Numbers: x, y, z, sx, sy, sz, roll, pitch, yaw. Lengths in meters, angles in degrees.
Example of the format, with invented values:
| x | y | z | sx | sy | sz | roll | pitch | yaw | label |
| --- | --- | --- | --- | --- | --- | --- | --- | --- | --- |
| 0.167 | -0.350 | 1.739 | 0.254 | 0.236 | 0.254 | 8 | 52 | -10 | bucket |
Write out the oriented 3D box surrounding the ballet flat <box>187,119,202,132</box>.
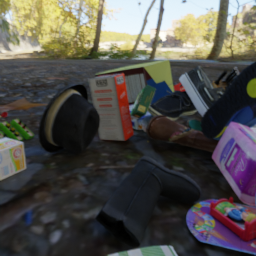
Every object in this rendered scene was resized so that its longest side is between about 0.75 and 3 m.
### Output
| x | y | z | sx | sy | sz | roll | pitch | yaw | label |
| --- | --- | --- | --- | --- | --- | --- | --- | --- | --- |
| 2.505 | 0.029 | 9.832 | 1.408 | 0.474 | 0.448 | 14 | -9 | -28 | ballet flat |

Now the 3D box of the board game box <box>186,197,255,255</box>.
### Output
| x | y | z | sx | sy | sz | roll | pitch | yaw | label |
| --- | --- | --- | --- | --- | --- | --- | --- | --- | --- |
| 2.110 | 1.628 | 5.154 | 2.005 | 0.390 | 1.584 | 7 | 16 | 20 | board game box |

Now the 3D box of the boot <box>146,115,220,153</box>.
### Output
| x | y | z | sx | sy | sz | roll | pitch | yaw | label |
| --- | --- | --- | --- | --- | --- | --- | --- | --- | --- |
| 2.020 | 0.321 | 8.189 | 2.420 | 0.777 | 2.255 | 20 | 9 | 40 | boot |

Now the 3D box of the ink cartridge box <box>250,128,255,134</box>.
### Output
| x | y | z | sx | sy | sz | roll | pitch | yaw | label |
| --- | --- | --- | --- | --- | --- | --- | --- | --- | --- |
| 4.052 | 0.520 | 8.359 | 1.114 | 0.629 | 1.521 | -2 | 18 | -6 | ink cartridge box |

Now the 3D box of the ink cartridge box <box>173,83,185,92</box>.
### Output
| x | y | z | sx | sy | sz | roll | pitch | yaw | label |
| --- | --- | --- | --- | --- | --- | --- | --- | --- | --- |
| 2.662 | -1.500 | 12.608 | 0.966 | 1.200 | 0.301 | -27 | 20 | -15 | ink cartridge box |

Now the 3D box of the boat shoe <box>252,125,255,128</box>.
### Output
| x | y | z | sx | sy | sz | roll | pitch | yaw | label |
| --- | --- | --- | --- | --- | --- | --- | --- | --- | --- |
| 3.895 | -0.170 | 9.937 | 2.305 | 0.983 | 0.852 | 14 | 23 | 38 | boat shoe |

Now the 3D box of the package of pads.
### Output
| x | y | z | sx | sy | sz | roll | pitch | yaw | label |
| --- | --- | --- | --- | --- | --- | --- | --- | --- | --- |
| 2.458 | 0.693 | 5.904 | 0.666 | 1.061 | 1.761 | 14 | 22 | -9 | package of pads |

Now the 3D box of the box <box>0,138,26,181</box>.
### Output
| x | y | z | sx | sy | sz | roll | pitch | yaw | label |
| --- | --- | --- | --- | --- | --- | --- | --- | --- | --- |
| -3.392 | 0.856 | 7.036 | 0.723 | 0.803 | 1.427 | 11 | 19 | 28 | box |

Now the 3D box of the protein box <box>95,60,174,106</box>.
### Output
| x | y | z | sx | sy | sz | roll | pitch | yaw | label |
| --- | --- | --- | --- | --- | --- | --- | --- | --- | --- |
| 0.373 | -2.056 | 13.542 | 2.702 | 1.823 | 2.682 | -1 | 17 | 34 | protein box |

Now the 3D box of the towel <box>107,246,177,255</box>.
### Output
| x | y | z | sx | sy | sz | roll | pitch | yaw | label |
| --- | --- | --- | --- | --- | --- | --- | --- | --- | --- |
| 0.158 | 2.162 | 4.028 | 1.410 | 0.165 | 1.075 | -6 | 18 | -14 | towel |

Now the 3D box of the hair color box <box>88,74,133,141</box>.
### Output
| x | y | z | sx | sy | sz | roll | pitch | yaw | label |
| --- | --- | --- | --- | --- | --- | --- | --- | --- | --- |
| -0.554 | -0.676 | 9.388 | 1.080 | 2.128 | 0.652 | 2 | 20 | 31 | hair color box |

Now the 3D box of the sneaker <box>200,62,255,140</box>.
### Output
| x | y | z | sx | sy | sz | roll | pitch | yaw | label |
| --- | --- | --- | --- | --- | --- | --- | --- | --- | --- |
| 3.055 | -0.665 | 6.906 | 1.151 | 2.936 | 0.968 | 1 | 57 | -27 | sneaker |

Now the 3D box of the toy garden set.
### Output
| x | y | z | sx | sy | sz | roll | pitch | yaw | label |
| --- | --- | --- | --- | --- | --- | --- | --- | --- | --- |
| -4.211 | -0.132 | 9.086 | 1.636 | 0.392 | 1.963 | 42 | 23 | 8 | toy garden set |

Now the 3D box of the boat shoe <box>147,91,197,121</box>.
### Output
| x | y | z | sx | sy | sz | roll | pitch | yaw | label |
| --- | --- | --- | --- | --- | --- | --- | --- | --- | --- |
| 1.718 | -0.880 | 10.094 | 2.844 | 0.885 | 1.061 | -14 | 44 | -45 | boat shoe |

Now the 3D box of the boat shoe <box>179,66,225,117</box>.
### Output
| x | y | z | sx | sy | sz | roll | pitch | yaw | label |
| --- | --- | --- | --- | --- | --- | --- | --- | --- | --- |
| 2.808 | -0.998 | 9.509 | 1.060 | 1.043 | 2.942 | 16 | 39 | -53 | boat shoe |

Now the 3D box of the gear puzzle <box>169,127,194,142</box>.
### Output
| x | y | z | sx | sy | sz | roll | pitch | yaw | label |
| --- | --- | --- | --- | --- | --- | --- | --- | --- | --- |
| 1.372 | 0.179 | 7.502 | 0.604 | 0.153 | 1.167 | -20 | -10 | -1 | gear puzzle |

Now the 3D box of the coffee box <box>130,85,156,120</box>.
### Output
| x | y | z | sx | sy | sz | roll | pitch | yaw | label |
| --- | --- | --- | --- | --- | --- | --- | --- | --- | --- |
| 0.450 | -0.800 | 9.293 | 0.338 | 0.945 | 1.536 | 22 | -8 | -6 | coffee box |

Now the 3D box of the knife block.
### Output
| x | y | z | sx | sy | sz | roll | pitch | yaw | label |
| --- | --- | --- | --- | --- | --- | --- | --- | --- | --- |
| 4.124 | -1.718 | 12.792 | 0.802 | 2.199 | 2.505 | -5 | 18 | -18 | knife block |

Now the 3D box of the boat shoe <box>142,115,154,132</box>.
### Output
| x | y | z | sx | sy | sz | roll | pitch | yaw | label |
| --- | --- | --- | --- | --- | --- | --- | --- | --- | --- |
| 1.040 | -0.148 | 10.210 | 0.789 | 0.730 | 2.136 | 13 | 27 | 14 | boat shoe |

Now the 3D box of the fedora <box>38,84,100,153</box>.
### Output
| x | y | z | sx | sy | sz | roll | pitch | yaw | label |
| --- | --- | --- | --- | --- | --- | --- | --- | --- | --- |
| -1.521 | -0.078 | 8.099 | 1.045 | 2.288 | 2.288 | 29 | 28 | 20 | fedora |

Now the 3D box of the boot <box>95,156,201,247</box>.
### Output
| x | y | z | sx | sy | sz | roll | pitch | yaw | label |
| --- | --- | --- | --- | --- | --- | --- | --- | --- | --- |
| 0.481 | 1.461 | 5.333 | 1.550 | 0.617 | 1.880 | 25 | 31 | 13 | boot |

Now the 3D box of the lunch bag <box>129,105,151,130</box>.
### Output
| x | y | z | sx | sy | sz | roll | pitch | yaw | label |
| --- | --- | --- | --- | --- | --- | --- | --- | --- | --- |
| 0.369 | -0.458 | 11.409 | 1.436 | 0.677 | 1.792 | -16 | 23 | -37 | lunch bag |
